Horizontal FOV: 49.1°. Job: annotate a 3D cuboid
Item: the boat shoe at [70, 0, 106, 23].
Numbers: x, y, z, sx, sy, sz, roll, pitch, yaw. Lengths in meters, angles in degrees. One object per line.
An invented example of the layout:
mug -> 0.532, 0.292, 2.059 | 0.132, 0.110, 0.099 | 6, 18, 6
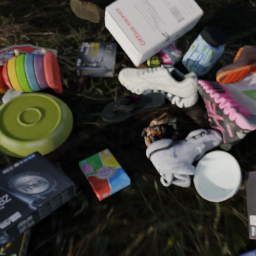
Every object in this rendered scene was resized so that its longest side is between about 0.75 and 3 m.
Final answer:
boat shoe -> -1.975, -5.897, 14.110 | 2.170, 0.781, 0.738 | 37, 50, 21

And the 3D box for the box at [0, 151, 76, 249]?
box -> -2.655, 1.630, 6.795 | 2.158, 0.470, 1.729 | -32, 48, -34

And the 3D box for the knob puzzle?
knob puzzle -> -4.036, -2.780, 11.000 | 2.571, 0.357, 2.571 | 10, 42, -9

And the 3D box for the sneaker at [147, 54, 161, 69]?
sneaker -> 1.024, -2.546, 11.078 | 0.500, 0.568, 1.343 | -9, 48, -7

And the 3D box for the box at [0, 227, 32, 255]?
box -> -3.016, 2.635, 6.425 | 1.357, 0.419, 1.700 | -1, 47, 1

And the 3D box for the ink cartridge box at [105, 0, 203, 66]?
ink cartridge box -> 0.880, -4.045, 10.380 | 2.922, 1.209, 2.140 | -36, 87, -10

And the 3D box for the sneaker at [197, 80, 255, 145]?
sneaker -> 2.716, -0.495, 8.477 | 0.992, 1.198, 2.511 | 2, 40, -26

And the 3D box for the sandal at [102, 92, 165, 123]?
sandal -> 0.140, -0.828, 9.430 | 2.238, 0.536, 0.841 | -19, 54, -9

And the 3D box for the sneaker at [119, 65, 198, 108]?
sneaker -> 1.071, -1.739, 9.929 | 2.967, 1.202, 1.115 | 17, 50, 18

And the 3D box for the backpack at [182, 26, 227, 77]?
backpack -> 2.799, -2.770, 10.483 | 1.390, 1.703, 1.310 | -24, 82, -45

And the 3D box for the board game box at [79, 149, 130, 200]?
board game box -> -0.668, 1.262, 7.790 | 0.956, 0.252, 1.249 | -25, 52, -21

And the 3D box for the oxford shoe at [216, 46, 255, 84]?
oxford shoe -> 3.592, -2.038, 8.844 | 2.345, 0.835, 0.851 | -21, 73, -24

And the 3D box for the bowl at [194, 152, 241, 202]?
bowl -> 2.431, 1.315, 7.329 | 0.585, 1.301, 1.301 | 26, 33, -38

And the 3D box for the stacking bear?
stacking bear -> -3.666, -1.789, 9.594 | 2.420, 1.469, 1.376 | -8, 85, -3

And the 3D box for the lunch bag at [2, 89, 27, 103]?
lunch bag -> -4.022, -1.128, 9.946 | 0.655, 0.315, 0.817 | 8, 47, 12

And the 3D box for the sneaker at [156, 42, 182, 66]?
sneaker -> 1.437, -3.270, 11.630 | 0.930, 0.858, 2.109 | -24, 60, -22

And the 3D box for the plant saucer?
plant saucer -> -3.075, -0.254, 8.877 | 2.575, 0.400, 2.575 | 3, 54, -4

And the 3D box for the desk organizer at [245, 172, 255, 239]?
desk organizer -> 3.288, 1.857, 6.724 | 0.598, 0.557, 1.553 | 12, 71, -26

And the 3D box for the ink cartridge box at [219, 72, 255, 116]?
ink cartridge box -> 4.602, -1.377, 9.629 | 2.536, 1.065, 1.845 | -31, 54, -23

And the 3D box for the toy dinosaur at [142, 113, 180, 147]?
toy dinosaur -> 1.009, -0.006, 8.670 | 1.080, 0.813, 1.592 | 1, 57, 21

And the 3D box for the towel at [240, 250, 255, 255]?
towel -> 3.435, 3.457, 5.539 | 1.790, 0.290, 2.437 | -12, 41, -11

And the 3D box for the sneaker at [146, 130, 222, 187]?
sneaker -> 1.734, 0.868, 7.799 | 2.243, 0.843, 1.289 | -12, 53, -11

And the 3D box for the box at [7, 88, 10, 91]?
box -> -5.033, -1.931, 10.627 | 2.164, 0.393, 1.562 | -15, 49, -14

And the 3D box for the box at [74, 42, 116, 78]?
box -> -1.279, -2.806, 11.390 | 1.485, 0.453, 1.874 | 2, 48, 3

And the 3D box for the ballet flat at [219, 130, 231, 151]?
ballet flat -> 3.077, 0.145, 8.751 | 0.474, 0.474, 1.364 | 13, 50, 12
